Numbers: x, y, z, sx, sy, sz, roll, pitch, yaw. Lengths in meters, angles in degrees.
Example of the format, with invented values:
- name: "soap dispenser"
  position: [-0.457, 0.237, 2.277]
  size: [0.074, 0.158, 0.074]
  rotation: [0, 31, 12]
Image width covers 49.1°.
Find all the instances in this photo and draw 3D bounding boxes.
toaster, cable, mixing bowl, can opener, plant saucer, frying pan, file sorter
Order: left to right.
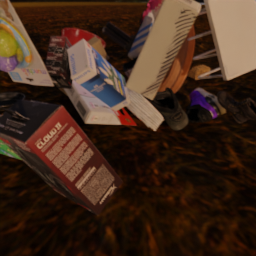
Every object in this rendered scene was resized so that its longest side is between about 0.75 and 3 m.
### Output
- name: "frying pan"
  position: [-4.774, -1.043, 10.160]
  size: [2.255, 0.367, 1.364]
  rotation: [13, 31, 26]
- name: "mixing bowl"
  position: [-1.872, -3.064, 11.050]
  size: [1.817, 0.984, 1.817]
  rotation: [15, -4, 1]
- name: "can opener"
  position: [-0.127, -3.656, 12.123]
  size: [2.185, 0.583, 0.731]
  rotation: [36, -8, 2]
- name: "toaster"
  position: [0.378, -2.049, 9.607]
  size: [0.988, 0.648, 1.093]
  rotation: [-29, 22, 8]
- name: "cable"
  position: [0.362, -0.588, 8.224]
  size: [0.537, 1.552, 1.552]
  rotation: [-47, 43, 2]
- name: "plant saucer"
  position: [1.435, -2.614, 10.189]
  size: [0.472, 2.925, 2.925]
  rotation: [7, 26, -20]
- name: "file sorter"
  position: [2.532, -2.683, 7.470]
  size: [1.688, 2.432, 1.515]
  rotation: [-23, 15, -17]

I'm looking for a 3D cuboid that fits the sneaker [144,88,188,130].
- name: "sneaker"
  position: [1.026, -0.889, 8.836]
  size: [0.807, 1.209, 2.111]
  rotation: [-33, 38, -1]

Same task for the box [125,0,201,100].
- name: "box"
  position: [0.831, -1.999, 6.989]
  size: [0.837, 2.448, 1.006]
  rotation: [27, 37, 1]

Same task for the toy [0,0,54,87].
- name: "toy"
  position: [-2.804, -1.902, 5.902]
  size: [1.536, 2.667, 0.630]
  rotation: [12, 46, 32]

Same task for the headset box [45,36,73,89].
- name: "headset box"
  position: [-1.642, -1.641, 6.918]
  size: [0.432, 1.118, 0.832]
  rotation: [5, -14, 9]

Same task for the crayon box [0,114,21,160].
- name: "crayon box"
  position: [-2.637, 0.227, 7.269]
  size: [1.916, 0.558, 1.138]
  rotation: [14, 42, 16]

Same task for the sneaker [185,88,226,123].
- name: "sneaker"
  position: [2.208, -0.668, 9.041]
  size: [1.025, 0.717, 2.062]
  rotation: [-34, 16, 2]

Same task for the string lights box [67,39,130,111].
- name: "string lights box"
  position: [-0.695, -1.246, 7.022]
  size: [0.542, 1.839, 0.945]
  rotation: [-26, 58, 20]

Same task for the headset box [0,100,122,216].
- name: "headset box"
  position: [-1.328, 0.422, 5.002]
  size: [1.612, 2.166, 0.837]
  rotation: [11, 55, 46]

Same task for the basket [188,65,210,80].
- name: "basket"
  position: [3.197, -2.568, 12.674]
  size: [0.825, 0.589, 0.615]
  rotation: [-13, 32, -22]

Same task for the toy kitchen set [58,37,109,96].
- name: "toy kitchen set"
  position: [-1.239, -1.709, 9.982]
  size: [2.164, 1.766, 1.953]
  rotation: [-40, 47, -14]

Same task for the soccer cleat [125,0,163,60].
- name: "soccer cleat"
  position: [0.892, -3.614, 10.132]
  size: [1.151, 2.667, 0.932]
  rotation: [26, 15, -5]

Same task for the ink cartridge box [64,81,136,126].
- name: "ink cartridge box"
  position: [-0.743, -0.777, 8.362]
  size: [1.997, 0.570, 1.623]
  rotation: [-1, 43, -41]

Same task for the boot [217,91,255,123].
- name: "boot"
  position: [2.828, -0.587, 7.048]
  size: [0.391, 1.130, 0.984]
  rotation: [-42, -3, -8]
